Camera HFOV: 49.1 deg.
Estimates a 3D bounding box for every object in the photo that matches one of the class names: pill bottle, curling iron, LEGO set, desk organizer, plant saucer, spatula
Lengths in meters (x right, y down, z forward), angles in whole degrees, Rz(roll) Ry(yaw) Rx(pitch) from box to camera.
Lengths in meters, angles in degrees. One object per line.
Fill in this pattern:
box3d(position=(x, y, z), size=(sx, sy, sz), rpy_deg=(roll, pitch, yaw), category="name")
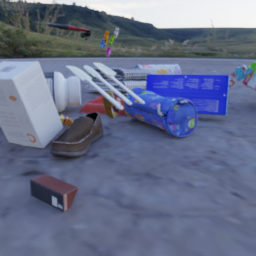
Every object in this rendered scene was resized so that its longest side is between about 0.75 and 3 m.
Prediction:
box3d(position=(-3.196, -1.328, 10.558), size=(2.750, 1.522, 1.522), rpy_deg=(-3, 18, -10), category="pill bottle")
box3d(position=(-1.217, -2.062, 5.900), size=(0.947, 0.235, 0.121), rpy_deg=(9, -10, -24), category="curling iron")
box3d(position=(-0.617, -2.589, 8.511), size=(0.371, 0.973, 0.399), rpy_deg=(19, -22, 1), category="LEGO set")
box3d(position=(-1.274, 1.093, 4.820), size=(0.891, 0.320, 0.343), rpy_deg=(12, 19, 35), category="desk organizer")
box3d(position=(-0.641, -0.943, 11.277), size=(2.028, 0.372, 2.024), rpy_deg=(5, 18, 17), category="plant saucer")
box3d(position=(-0.551, -1.241, 7.878), size=(2.116, 0.170, 1.471), rpy_deg=(40, 31, 22), category="spatula")

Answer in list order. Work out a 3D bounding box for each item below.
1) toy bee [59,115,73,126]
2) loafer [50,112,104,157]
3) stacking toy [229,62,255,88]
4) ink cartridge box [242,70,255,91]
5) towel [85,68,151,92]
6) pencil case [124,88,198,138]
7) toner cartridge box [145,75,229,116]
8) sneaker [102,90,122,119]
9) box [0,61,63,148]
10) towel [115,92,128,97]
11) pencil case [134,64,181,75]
box3d(position=(-2.184, -0.239, 8.748), size=(0.876, 0.476, 0.574), rpy_deg=(-14, 32, -20), category="toy bee")
box3d(position=(-1.303, 0.093, 7.194), size=(0.820, 0.797, 2.246), rpy_deg=(4, 18, 13), category="loafer")
box3d(position=(4.577, -2.195, 12.565), size=(2.829, 0.665, 2.133), rpy_deg=(-33, -2, 33), category="stacking toy")
box3d(position=(5.885, -1.554, 10.842), size=(1.894, 1.076, 2.599), rpy_deg=(28, 17, -5), category="ink cartridge box")
box3d(position=(-0.553, -2.553, 14.595), size=(2.816, 1.205, 2.332), rpy_deg=(8, 15, 37), category="towel")
box3d(position=(0.876, -0.553, 8.702), size=(1.227, 1.103, 2.826), rpy_deg=(11, 9, -31), category="pencil case")
box3d(position=(2.045, -1.179, 9.945), size=(2.845, 1.351, 0.614), rpy_deg=(5, 3, 21), category="toner cartridge box")
box3d(position=(-0.476, -0.841, 8.852), size=(0.464, 1.238, 0.558), rpy_deg=(30, 60, 16), category="sneaker")
box3d(position=(-2.656, -0.583, 7.069), size=(1.221, 1.962, 0.956), rpy_deg=(7, 38, 25), category="box")
box3d(position=(-0.016, -1.720, 13.980), size=(1.353, 0.234, 1.303), rpy_deg=(-11, 20, -29), category="towel")
box3d(position=(1.814, -3.379, 17.653), size=(2.963, 1.232, 1.344), rpy_deg=(-6, 7, -19), category="pencil case")
